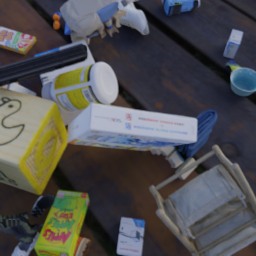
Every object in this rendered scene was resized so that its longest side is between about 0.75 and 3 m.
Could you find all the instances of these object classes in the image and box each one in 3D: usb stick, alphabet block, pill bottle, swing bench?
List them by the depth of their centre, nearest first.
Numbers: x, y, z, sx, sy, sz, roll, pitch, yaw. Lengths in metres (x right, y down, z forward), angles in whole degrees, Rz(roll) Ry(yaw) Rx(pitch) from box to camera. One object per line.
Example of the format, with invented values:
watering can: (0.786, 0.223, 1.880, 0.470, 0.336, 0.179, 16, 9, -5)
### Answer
swing bench: (1.999, 1.975, 6.880, 2.103, 1.372, 2.114, -33, 105, 6)
usb stick: (-2.474, -1.670, 7.609, 2.897, 0.803, 0.472, -22, 97, -16)
pill bottle: (-1.388, -1.063, 7.810, 1.989, 1.118, 1.118, -8, 55, 28)
alphabet block: (-3.236, 0.361, 7.979, 2.172, 2.133, 2.122, 15, 60, 10)

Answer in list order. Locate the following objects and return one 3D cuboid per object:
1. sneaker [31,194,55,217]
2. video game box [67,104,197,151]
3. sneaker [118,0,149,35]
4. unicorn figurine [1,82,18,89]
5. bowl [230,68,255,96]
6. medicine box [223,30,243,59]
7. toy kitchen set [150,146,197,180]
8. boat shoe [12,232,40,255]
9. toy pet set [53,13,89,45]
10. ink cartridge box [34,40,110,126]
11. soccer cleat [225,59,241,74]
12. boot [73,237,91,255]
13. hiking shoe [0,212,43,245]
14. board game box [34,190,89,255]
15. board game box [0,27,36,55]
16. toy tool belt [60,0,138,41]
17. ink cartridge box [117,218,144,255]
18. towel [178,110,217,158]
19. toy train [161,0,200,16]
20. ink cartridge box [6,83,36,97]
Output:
sneaker: (-2.302, 1.991, 7.652, 0.391, 1.055, 0.467, 36, 34, -19)
video game box: (-0.085, 0.117, 7.317, 2.580, 2.831, 0.663, 9, 78, -20)
sneaker: (0.054, -4.607, 11.777, 1.004, 0.881, 2.505, -28, 57, -5)
unicorn figurine: (-5.191, -1.836, 10.098, 2.706, 0.999, 1.859, 28, 52, 0)
bowl: (4.142, -1.564, 10.062, 1.079, 0.564, 1.079, 0, 60, -1)
medicine box: (4.106, -3.273, 10.971, 0.411, 0.728, 0.799, 18, 61, 11)
toy kitchen set: (1.390, 0.908, 8.742, 0.682, 0.928, 1.158, -40, 104, -20)
boat shoe: (-2.800, 3.233, 7.321, 0.426, 0.417, 1.204, 25, 63, 14)
toy pet set: (-2.127, -4.469, 11.440, 2.145, 1.139, 2.003, -2, 59, 0)
ink cartridge box: (-1.930, -1.563, 9.725, 1.898, 1.096, 2.600, -19, 62, -9)
soccer cleat: (4.160, -2.121, 10.587, 0.456, 0.353, 1.091, -44, 70, 10)
boot: (-1.698, 3.540, 7.067, 0.915, 0.640, 1.707, 15, 52, 12)
hiking shoe: (-2.861, 2.362, 7.090, 1.326, 0.502, 0.668, 37, 72, -15)
board game box: (-1.689, 2.504, 7.411, 0.876, 0.411, 1.724, 4, 41, 8)
board game box: (-4.817, -3.595, 11.457, 1.880, 0.282, 0.898, 17, 60, 13)
toy tool belt: (-0.912, -4.151, 10.029, 2.782, 1.709, 1.737, -29, 80, -2)
ink cartridge box: (0.075, 2.933, 7.523, 0.653, 0.383, 0.891, 6, 58, 3)
towel: (2.021, 0.188, 8.219, 1.058, 1.894, 0.460, -41, 68, -13)
toy train: (2.366, -5.568, 12.357, 1.742, 0.755, 0.995, -11, 69, -9)
ink cartridge box: (-3.676, -0.987, 9.484, 0.238, 1.005, 0.805, 1, 74, 36)
